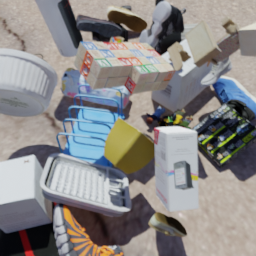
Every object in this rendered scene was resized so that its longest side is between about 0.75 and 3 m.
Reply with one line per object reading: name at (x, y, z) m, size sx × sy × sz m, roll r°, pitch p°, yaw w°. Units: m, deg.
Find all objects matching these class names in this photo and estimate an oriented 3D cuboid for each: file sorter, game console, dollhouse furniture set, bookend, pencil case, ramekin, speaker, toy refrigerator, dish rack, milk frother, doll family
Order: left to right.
ramekin at (-3.396, -1.199, 8.400) m, size 2.441 × 2.441 × 1.137 m, roll 1°, pitch 69°, yaw 1°
game console at (-3.016, 3.145, 8.311) m, size 2.218 × 0.389 × 2.508 m, roll -25°, pitch 53°, yaw -17°
speaker at (-2.614, -4.170, 10.655) m, size 1.181 × 2.908 × 1.181 m, roll -5°, pitch 55°, yaw 8°
dish rack at (-1.285, 1.766, 8.500) m, size 2.653 × 0.578 × 2.277 m, roll 19°, pitch 19°, yaw -12°
file sorter at (-1.285, -0.129, 10.311) m, size 1.870 × 1.653 × 2.695 m, roll 8°, pitch 48°, yaw 6°
pencil case at (-1.336, -1.707, 11.873) m, size 2.958 × 1.342 × 1.230 m, roll 15°, pitch 63°, yaw 11°
bookend at (-1.017, -5.152, 15.381) m, size 1.507 × 0.699 × 1.517 m, roll -25°, pitch 53°, yaw -21°
doll family at (1.563, -0.308, 10.997) m, size 1.913 × 0.751 × 1.106 m, roll 7°, pitch 41°, yaw 41°
milk frother at (2.621, -5.124, 14.034) m, size 2.574 × 2.736 × 2.469 m, roll -5°, pitch 45°, yaw -5°
dollhouse furniture set at (2.814, -2.162, 8.881) m, size 2.387 × 2.035 × 1.165 m, roll 18°, pitch 51°, yaw -41°
toy refrigerator at (4.542, -2.839, 8.249) m, size 2.491 × 0.872 × 0.946 m, roll -25°, pitch 26°, yaw -19°

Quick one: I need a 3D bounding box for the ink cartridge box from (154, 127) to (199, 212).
ink cartridge box at (1.107, 0.899, 6.684) m, size 0.756 × 1.766 × 1.303 m, roll -4°, pitch 6°, yaw -7°

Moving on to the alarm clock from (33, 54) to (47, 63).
alarm clock at (-4.478, -2.635, 13.038) m, size 1.794 × 0.886 × 2.660 m, roll 2°, pitch 50°, yaw 3°

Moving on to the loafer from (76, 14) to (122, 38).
loafer at (-1.098, -3.986, 10.793) m, size 1.859 × 0.668 × 0.586 m, roll 0°, pitch 64°, yaw -31°

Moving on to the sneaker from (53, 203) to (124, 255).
sneaker at (-1.052, 3.234, 7.601) m, size 1.522 × 1.054 × 2.716 m, roll -14°, pitch 75°, yaw -25°

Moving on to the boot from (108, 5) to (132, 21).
boot at (-0.466, -6.853, 17.072) m, size 1.620 × 0.565 × 1.067 m, roll -16°, pitch 53°, yaw 0°

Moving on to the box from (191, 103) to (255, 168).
box at (3.545, 0.232, 10.402) m, size 1.895 × 0.450 × 1.830 m, roll -38°, pitch 57°, yaw -3°

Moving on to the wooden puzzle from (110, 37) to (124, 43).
wooden puzzle at (-0.665, -4.484, 14.838) m, size 0.790 × 0.730 × 0.147 m, roll 26°, pitch 16°, yaw 24°

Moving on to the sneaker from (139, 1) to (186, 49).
sneaker at (1.246, -3.344, 9.906) m, size 1.214 × 2.133 × 0.805 m, roll -5°, pitch 55°, yaw -31°

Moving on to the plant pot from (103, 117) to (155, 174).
plant pot at (-0.008, 0.577, 7.551) m, size 1.105 × 1.074 × 1.081 m, roll -53°, pitch 42°, yaw -3°

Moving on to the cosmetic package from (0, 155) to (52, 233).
cosmetic package at (-3.081, 1.906, 7.986) m, size 1.389 × 1.670 × 1.398 m, roll -12°, pitch 49°, yaw -4°

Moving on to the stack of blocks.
stack of blocks at (-0.050, -1.802, 8.401) m, size 2.671 × 0.782 × 1.538 m, roll -13°, pitch 54°, yaw -40°

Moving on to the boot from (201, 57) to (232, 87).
boot at (3.318, -2.249, 10.740) m, size 1.510 × 0.722 × 0.555 m, roll -37°, pitch 34°, yaw -13°

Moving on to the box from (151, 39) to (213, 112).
box at (2.402, -2.325, 11.964) m, size 1.436 × 2.057 × 2.701 m, roll 35°, pitch 57°, yaw 27°

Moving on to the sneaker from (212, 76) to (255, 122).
sneaker at (4.220, -1.168, 11.662) m, size 1.424 × 0.983 × 2.561 m, roll -25°, pitch 59°, yaw -31°

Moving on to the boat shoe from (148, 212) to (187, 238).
boat shoe at (0.941, 2.355, 6.665) m, size 1.118 × 0.371 × 0.414 m, roll 35°, pitch 21°, yaw -25°

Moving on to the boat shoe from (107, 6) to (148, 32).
boat shoe at (-0.048, -6.162, 15.607) m, size 2.537 × 0.935 × 0.878 m, roll 11°, pitch 46°, yaw -33°
